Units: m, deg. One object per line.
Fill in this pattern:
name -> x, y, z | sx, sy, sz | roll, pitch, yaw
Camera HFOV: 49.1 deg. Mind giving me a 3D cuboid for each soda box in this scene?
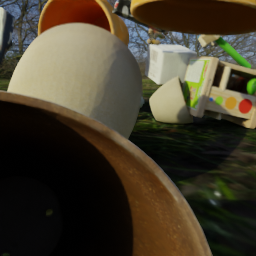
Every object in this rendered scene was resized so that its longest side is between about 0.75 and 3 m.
soda box -> 0.379, -3.057, 7.502 | 1.498, 0.474, 0.530 | 14, 10, -19

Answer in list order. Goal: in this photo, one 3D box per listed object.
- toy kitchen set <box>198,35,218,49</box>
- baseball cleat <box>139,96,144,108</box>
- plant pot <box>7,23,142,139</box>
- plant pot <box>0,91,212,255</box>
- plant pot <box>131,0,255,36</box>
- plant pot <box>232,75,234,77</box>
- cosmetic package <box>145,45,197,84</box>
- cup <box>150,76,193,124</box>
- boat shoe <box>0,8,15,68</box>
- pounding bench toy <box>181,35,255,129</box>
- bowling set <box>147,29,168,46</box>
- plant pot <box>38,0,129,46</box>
toy kitchen set -> 3.200, -3.619, 10.027 | 1.108, 0.815, 1.383 | -20, -11, -40
baseball cleat -> -0.318, -1.529, 13.608 | 1.521, 0.997, 2.858 | -4, 12, -20
plant pot -> -0.993, -0.257, 4.816 | 2.665, 2.665, 2.846 | 0, 25, -1
plant pot -> -0.751, 0.808, 1.659 | 1.746, 1.746, 1.868 | -4, -3, -18
plant pot -> 1.334, -2.905, 4.677 | 2.364, 2.164, 2.364 | 7, 8, -1
plant pot -> 4.486, -1.278, 11.206 | 1.815, 1.815, 1.222 | 10, 37, 40
cosmetic package -> 1.508, -2.297, 10.076 | 1.378, 1.146, 1.153 | -5, 29, -22
cup -> 1.396, -0.799, 9.416 | 1.143, 1.599, 1.599 | -17, 7, 17
boat shoe -> -3.261, -2.239, 7.242 | 0.614, 1.640, 0.507 | -6, -12, 30
pounding bench toy -> 3.216, -1.647, 8.974 | 2.206, 2.828, 1.757 | 10, 11, -11
bowling set -> 0.923, -2.983, 8.596 | 0.442, 0.823, 0.573 | 3, 3, -25
plant pot -> -1.314, -3.433, 10.575 | 2.968, 2.968, 2.717 | 5, 19, 22
